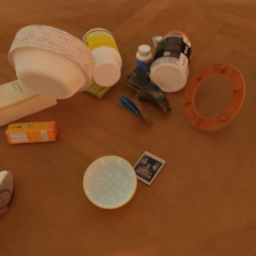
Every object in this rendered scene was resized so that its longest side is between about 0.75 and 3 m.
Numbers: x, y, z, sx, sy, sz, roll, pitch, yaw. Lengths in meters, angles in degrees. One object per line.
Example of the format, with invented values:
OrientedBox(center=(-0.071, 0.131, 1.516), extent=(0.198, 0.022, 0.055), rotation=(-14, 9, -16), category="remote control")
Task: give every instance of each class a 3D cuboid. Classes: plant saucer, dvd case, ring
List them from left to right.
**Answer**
OrientedBox(center=(0.585, -0.641, 11.063), extent=(0.172, 1.165, 1.165), rotation=(-34, 54, 7), category="plant saucer")
OrientedBox(center=(0.684, 1.426, 9.904), extent=(0.860, 0.141, 1.144), rotation=(27, 55, 21), category="dvd case")
OrientedBox(center=(3.128, -1.215, 10.650), extent=(0.255, 2.656, 2.656), rotation=(14, 39, -39), category="ring")

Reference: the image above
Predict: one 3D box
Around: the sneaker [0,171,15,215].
OrientedBox(center=(-4.507, 2.480, 8.493), extent=(1.228, 1.051, 2.820), rotation=(10, 50, 15), category="sneaker")

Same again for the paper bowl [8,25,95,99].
OrientedBox(center=(-2.730, -2.093, 9.946), extent=(2.912, 2.912, 1.514), rotation=(9, 69, 7), category="paper bowl")

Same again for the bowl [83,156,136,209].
OrientedBox(center=(-0.557, 1.829, 8.999), extent=(1.663, 0.895, 1.663), rotation=(0, 63, 0), category="bowl")

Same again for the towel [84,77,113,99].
OrientedBox(center=(-2.026, -2.142, 12.852), extent=(2.589, 0.234, 1.114), rotation=(26, 50, 21), category="towel")

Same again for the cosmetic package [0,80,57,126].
OrientedBox(center=(-4.479, -1.198, 11.545), extent=(2.644, 0.966, 1.369), rotation=(-27, 55, -20), category="cosmetic package")

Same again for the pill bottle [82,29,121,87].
OrientedBox(center=(-1.165, -3.142, 12.565), extent=(1.593, 1.593, 2.862), rotation=(-10, 44, -8), category="pill bottle")

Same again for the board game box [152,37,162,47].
OrientedBox(center=(1.584, -4.585, 14.907), extent=(0.486, 0.133, 0.770), rotation=(-3, 50, -3), category="board game box")

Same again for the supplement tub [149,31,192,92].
OrientedBox(center=(1.971, -3.076, 12.642), extent=(1.677, 1.677, 2.738), rotation=(10, 52, 8), category="supplement tub")

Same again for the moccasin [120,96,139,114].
OrientedBox(center=(0.089, -0.973, 11.791), extent=(0.362, 0.427, 1.061), rotation=(-35, 72, -32), category="moccasin")

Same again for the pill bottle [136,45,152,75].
OrientedBox(center=(0.718, -3.125, 12.941), extent=(0.722, 1.286, 0.722), rotation=(0, 51, 0), category="pill bottle")

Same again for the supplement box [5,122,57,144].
OrientedBox(center=(-3.641, 0.176, 10.609), extent=(1.743, 0.600, 0.580), rotation=(-2, 35, -3), category="supplement box")

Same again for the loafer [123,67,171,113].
OrientedBox(center=(0.807, -1.466, 11.920), extent=(0.986, 0.993, 2.729), rotation=(-36, 52, -1), category="loafer")
